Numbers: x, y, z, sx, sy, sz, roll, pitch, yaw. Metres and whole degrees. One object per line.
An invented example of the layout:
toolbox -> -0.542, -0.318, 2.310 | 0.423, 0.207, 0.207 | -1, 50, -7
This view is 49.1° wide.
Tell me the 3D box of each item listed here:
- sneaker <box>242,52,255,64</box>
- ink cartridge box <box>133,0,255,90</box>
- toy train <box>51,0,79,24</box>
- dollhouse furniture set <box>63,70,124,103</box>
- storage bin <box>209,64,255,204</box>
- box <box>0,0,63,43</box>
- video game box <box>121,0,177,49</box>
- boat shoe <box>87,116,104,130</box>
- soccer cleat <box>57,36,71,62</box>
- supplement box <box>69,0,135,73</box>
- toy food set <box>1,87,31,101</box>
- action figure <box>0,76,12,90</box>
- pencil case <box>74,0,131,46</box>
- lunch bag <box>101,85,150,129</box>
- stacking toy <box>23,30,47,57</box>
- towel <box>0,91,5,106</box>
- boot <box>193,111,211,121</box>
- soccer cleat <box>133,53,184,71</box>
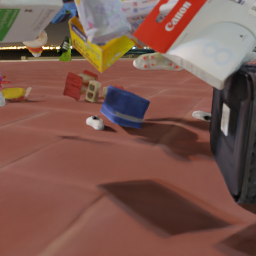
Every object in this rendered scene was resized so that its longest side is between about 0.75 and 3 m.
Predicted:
sneaker -> 1.971, -1.486, 5.402 | 0.400, 0.510, 1.026 | -12, 19, -36
ink cartridge box -> 1.181, -1.717, 4.550 | 1.853, 1.483, 0.438 | 37, -3, 17
toy train -> -1.529, -2.827, 6.555 | 0.469, 0.618, 1.082 | -27, 12, 33
dollhouse furniture set -> -1.385, -1.625, 12.582 | 2.686, 1.092, 1.446 | 25, 24, 18
storage bin -> 2.478, -0.099, 5.201 | 1.400, 2.019, 2.987 | 2, 17, 6
box -> -2.071, -2.309, 4.365 | 1.342, 1.566, 1.559 | -18, 4, -35
video game box -> 0.882, -2.860, 7.594 | 2.033, 0.522, 2.232 | -1, -3, 21
boat shoe -> -1.019, -0.219, 8.589 | 0.357, 0.326, 0.992 | -7, 18, -22
soccer cleat -> -2.375, -2.974, 10.437 | 0.496, 0.413, 1.223 | 1, 58, -15
supplement box -> -0.437, -3.562, 9.674 | 2.812, 1.530, 1.540 | -44, -7, -15
toy food set -> -5.055, -1.420, 12.603 | 1.362, 0.445, 0.801 | -3, 41, -4
action figure -> -3.702, -1.596, 8.249 | 0.467, 0.943, 0.308 | -6, 8, -42
pencil case -> -0.615, -2.655, 5.295 | 0.925, 2.039, 0.848 | -28, 14, -35
lunch bag -> -0.176, -0.601, 8.590 | 1.064, 1.037, 1.567 | 15, 11, -27
stacking toy -> -2.998, -2.642, 9.049 | 0.785, 0.785, 1.075 | -5, -21, -16
towel -> -2.867, -1.289, 5.426 | 0.191, 1.180, 1.607 | -25, 64, -3
boot -> 2.483, -0.389, 9.230 | 0.767, 0.282, 0.367 | 9, 12, 24
soccer cleat -> 1.232, -2.500, 10.443 | 2.127, 0.737, 0.825 | -6, 13, -20
